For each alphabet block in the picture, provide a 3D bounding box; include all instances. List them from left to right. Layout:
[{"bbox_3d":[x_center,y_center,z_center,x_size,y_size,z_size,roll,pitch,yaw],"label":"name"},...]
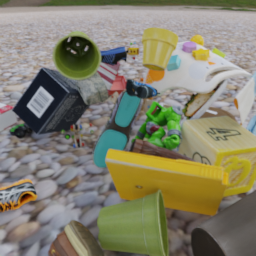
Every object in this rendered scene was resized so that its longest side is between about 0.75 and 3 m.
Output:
[{"bbox_3d":[2.491,0.781,7.866,1.656,1.647,1.686,-8,33,-19],"label":"alphabet block"}]

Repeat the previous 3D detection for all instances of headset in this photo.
[{"bbox_3d":[-3.875,-0.015,10.442,1.296,0.609,0.800,4,28,30],"label":"headset"}]

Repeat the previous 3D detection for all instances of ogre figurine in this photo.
[{"bbox_3d":[0.941,-0.002,8.591,1.123,1.372,2.288,23,-12,-4],"label":"ogre figurine"}]

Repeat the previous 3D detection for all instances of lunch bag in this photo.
[{"bbox_3d":[-1.147,-1.216,8.730,0.789,0.655,0.940,-23,60,-13],"label":"lunch bag"}]

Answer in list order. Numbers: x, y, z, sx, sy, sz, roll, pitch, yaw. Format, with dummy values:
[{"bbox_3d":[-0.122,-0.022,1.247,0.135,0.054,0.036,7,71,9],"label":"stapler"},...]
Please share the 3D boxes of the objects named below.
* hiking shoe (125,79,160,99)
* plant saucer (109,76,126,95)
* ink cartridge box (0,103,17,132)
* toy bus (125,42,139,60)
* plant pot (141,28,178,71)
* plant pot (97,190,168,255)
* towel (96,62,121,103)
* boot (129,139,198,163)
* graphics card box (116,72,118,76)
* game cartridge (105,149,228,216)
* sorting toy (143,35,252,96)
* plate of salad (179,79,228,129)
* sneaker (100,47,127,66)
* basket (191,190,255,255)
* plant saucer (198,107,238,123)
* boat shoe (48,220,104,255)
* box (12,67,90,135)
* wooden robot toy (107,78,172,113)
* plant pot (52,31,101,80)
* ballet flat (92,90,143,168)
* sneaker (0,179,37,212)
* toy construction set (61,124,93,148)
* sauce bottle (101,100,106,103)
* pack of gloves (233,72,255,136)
[{"bbox_3d":[0.282,-0.868,6.478,0.441,0.379,1.018,-1,23,-30],"label":"hiking shoe"},{"bbox_3d":[-1.119,-2.165,14.504,2.075,0.381,2.072,-3,29,-7],"label":"plant saucer"},{"bbox_3d":[-5.572,-0.462,11.091,1.788,0.740,1.303,15,32,24],"label":"ink cartridge box"},{"bbox_3d":[0.145,-3.316,12.145,0.651,0.690,0.356,50,31,5],"label":"toy bus"},{"bbox_3d":[0.811,-2.146,7.840,1.017,0.956,1.017,14,0,0],"label":"plant pot"},{"bbox_3d":[0.102,2.128,6.089,1.368,1.440,1.440,-8,28,12],"label":"plant pot"},{"bbox_3d":[-1.246,-2.348,12.831,1.443,2.003,0.228,35,29,19],"label":"towel"},{"bbox_3d":[0.890,0.853,7.370,1.774,0.570,1.653,17,-11,-2],"label":"boot"},{"bbox_3d":[-1.061,-2.886,15.528,1.006,0.631,0.256,-5,65,-7],"label":"graphics card box"},{"bbox_3d":[0.878,1.321,6.500,2.515,2.217,0.408,7,57,12],"label":"game cartridge"},{"bbox_3d":[2.339,-1.815,8.887,2.948,1.575,2.654,-18,34,-20],"label":"sorting toy"},{"bbox_3d":[2.320,-0.907,9.056,0.595,2.478,2.478,41,38,3],"label":"plate of salad"},{"bbox_3d":[-0.790,-2.639,10.682,1.539,0.600,0.540,-11,28,0],"label":"sneaker"},{"bbox_3d":[2.736,2.218,5.394,2.633,1.791,2.374,-15,44,-17],"label":"basket"},{"bbox_3d":[3.381,-0.366,11.285,2.103,0.310,2.103,2,29,-1],"label":"plant saucer"},{"bbox_3d":[-0.658,2.945,5.047,0.903,0.962,2.673,-42,49,-5],"label":"boat shoe"},{"bbox_3d":[-2.415,-0.885,9.674,1.265,1.753,2.362,42,12,10],"label":"box"},{"bbox_3d":[0.554,-1.371,11.707,2.962,1.344,1.305,17,14,20],"label":"wooden robot toy"},{"bbox_3d":[-1.579,-2.389,8.678,1.394,1.394,1.324,-4,34,-7],"label":"plant pot"},{"bbox_3d":[-0.300,0.010,8.792,0.962,2.675,0.962,26,7,-4],"label":"ballet flat"},{"bbox_3d":[-3.079,1.859,7.153,1.573,0.616,0.607,-26,48,-36],"label":"sneaker"},{"bbox_3d":[-1.657,0.167,9.640,0.991,0.827,0.762,-32,12,-4],"label":"toy construction set"},{"bbox_3d":[-1.087,-1.260,10.141,0.267,0.267,0.809,-28,75,-40],"label":"sauce bottle"},{"bbox_3d":[3.898,-0.756,8.659,0.533,2.271,2.703,13,48,45],"label":"pack of gloves"}]
